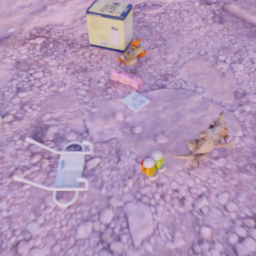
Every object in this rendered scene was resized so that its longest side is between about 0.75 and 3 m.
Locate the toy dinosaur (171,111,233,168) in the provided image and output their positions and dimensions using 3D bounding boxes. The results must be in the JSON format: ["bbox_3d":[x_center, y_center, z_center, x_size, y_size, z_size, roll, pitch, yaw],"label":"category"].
[{"bbox_3d":[2.786,0.564,10.117,2.436,1.651,1.046,-40,84,15],"label":"toy dinosaur"}]

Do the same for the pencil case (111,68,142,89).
[{"bbox_3d":[-0.075,-2.276,12.902,1.470,0.636,0.609,24,52,18],"label":"pencil case"}]

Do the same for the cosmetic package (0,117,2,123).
[{"bbox_3d":[-5.699,-0.290,11.106,0.791,0.796,0.952,14,52,10],"label":"cosmetic package"}]

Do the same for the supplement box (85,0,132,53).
[{"bbox_3d":[-0.924,-5.284,14.547,2.044,2.042,1.372,15,51,12],"label":"supplement box"}]

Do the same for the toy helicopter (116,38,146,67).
[{"bbox_3d":[0.082,-3.509,13.722,1.446,0.863,2.187,-21,29,15],"label":"toy helicopter"}]

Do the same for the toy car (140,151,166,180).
[{"bbox_3d":[0.822,1.265,9.839,0.717,0.837,0.956,17,47,45],"label":"toy car"}]

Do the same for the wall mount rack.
[{"bbox_3d":[-2.445,1.268,9.652,2.319,0.995,2.669,0,49,1],"label":"wall mount rack"}]

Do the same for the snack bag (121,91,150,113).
[{"bbox_3d":[0.297,-1.162,12.312,1.001,0.107,0.943,35,57,26],"label":"snack bag"}]
